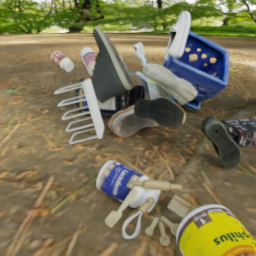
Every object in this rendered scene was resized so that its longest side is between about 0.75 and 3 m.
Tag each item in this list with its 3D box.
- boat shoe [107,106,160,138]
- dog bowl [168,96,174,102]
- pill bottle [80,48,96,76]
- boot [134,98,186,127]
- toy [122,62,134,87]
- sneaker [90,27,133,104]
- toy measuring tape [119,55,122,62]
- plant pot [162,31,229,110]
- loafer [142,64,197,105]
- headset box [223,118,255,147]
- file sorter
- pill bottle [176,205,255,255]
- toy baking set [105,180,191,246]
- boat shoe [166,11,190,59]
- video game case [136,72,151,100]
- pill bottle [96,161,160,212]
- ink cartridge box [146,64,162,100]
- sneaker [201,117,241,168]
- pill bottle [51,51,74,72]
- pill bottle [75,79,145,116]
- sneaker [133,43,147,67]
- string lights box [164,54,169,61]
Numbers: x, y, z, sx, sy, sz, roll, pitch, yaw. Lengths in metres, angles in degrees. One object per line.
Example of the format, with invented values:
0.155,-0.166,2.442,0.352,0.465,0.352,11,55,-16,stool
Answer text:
0.458,-0.509,11.071,2.908,1.101,1.044,-18,20,-31,boat shoe
1.701,-1.162,12.154,0.348,1.403,0.782,-14,51,-5,dog bowl
-1.939,-3.481,14.656,0.816,0.816,1.430,-13,59,-27,pill bottle
1.366,-0.476,8.877,1.458,0.816,2.107,8,11,-37,boot
-0.259,-2.076,13.248,0.554,2.345,1.350,-43,39,-15,toy
-1.084,-2.447,10.861,1.515,2.853,1.067,-28,-12,15,sneaker
-0.923,-2.590,14.233,0.907,2.466,0.907,12,-3,1,toy measuring tape
2.753,-2.450,12.531,2.550,2.292,2.549,24,51,-7,plant pot
1.472,-1.491,10.281,2.784,0.972,0.974,21,32,-40,loafer
4.441,0.125,10.281,1.566,0.605,1.165,-5,25,-13,headset box
-1.690,-0.582,9.826,1.192,1.915,1.329,-14,15,2,file sorter
1.737,2.389,4.502,1.232,1.232,2.255,-6,25,-13,pill bottle
0.462,1.778,6.140,1.814,0.211,1.393,9,58,4,toy baking set
1.845,-3.564,10.470,0.622,1.903,0.700,16,-16,-17,boat shoe
0.991,-1.630,13.032,0.200,1.586,2.216,-24,28,-6,video game case
0.013,1.455,6.967,1.456,0.842,0.842,22,31,22,pill bottle
1.159,-1.851,11.380,0.748,1.441,0.427,-11,0,7,ink cartridge box
2.749,0.362,8.385,0.676,1.769,1.014,-33,21,14,sneaker
-2.771,-2.794,11.818,0.957,0.524,0.524,38,40,24,pill bottle
-0.743,-1.312,12.269,2.831,1.583,1.583,5,25,10,pill bottle
0.382,-2.563,9.943,0.372,0.857,0.321,-21,5,-25,sneaker
2.330,-3.369,13.828,1.045,0.308,0.537,7,49,8,string lights box
